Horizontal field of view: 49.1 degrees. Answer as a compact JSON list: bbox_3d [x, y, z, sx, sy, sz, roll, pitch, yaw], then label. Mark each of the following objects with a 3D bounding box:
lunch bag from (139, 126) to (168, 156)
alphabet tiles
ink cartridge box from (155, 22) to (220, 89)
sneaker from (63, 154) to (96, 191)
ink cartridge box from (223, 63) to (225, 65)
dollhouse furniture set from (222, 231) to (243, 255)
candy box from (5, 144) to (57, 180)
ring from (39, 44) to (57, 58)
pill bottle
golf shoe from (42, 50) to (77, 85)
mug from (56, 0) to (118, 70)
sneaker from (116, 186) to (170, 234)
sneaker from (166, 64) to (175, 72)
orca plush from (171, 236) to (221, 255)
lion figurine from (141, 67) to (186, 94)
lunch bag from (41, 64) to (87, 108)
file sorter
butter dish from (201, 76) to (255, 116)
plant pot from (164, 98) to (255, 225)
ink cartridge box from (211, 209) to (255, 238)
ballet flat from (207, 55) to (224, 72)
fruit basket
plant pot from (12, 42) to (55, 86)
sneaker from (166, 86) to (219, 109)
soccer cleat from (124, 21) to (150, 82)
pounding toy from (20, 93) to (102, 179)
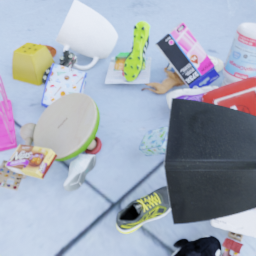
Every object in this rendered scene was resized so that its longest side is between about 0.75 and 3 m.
[{"bbox_3d":[0.839,0.371,7.941,1.019,0.420,0.819,-17,40,48],"label":"lunch bag"},{"bbox_3d":[-3.064,1.164,7.076,0.782,0.035,0.936,19,27,-15],"label":"alphabet tiles"},{"bbox_3d":[2.206,-2.413,10.096,1.186,2.504,0.464,-39,16,10],"label":"ink cartridge box"},{"bbox_3d":[-1.401,1.204,7.667,0.549,0.482,1.370,11,35,21],"label":"sneaker"},{"bbox_3d":[5.547,-2.421,11.693,2.386,0.526,2.431,-9,43,-10],"label":"ink cartridge box"},{"bbox_3d":[2.349,2.510,6.094,0.371,0.491,0.913,15,31,34],"label":"dollhouse furniture set"},{"bbox_3d":[-2.374,0.802,6.848,1.167,0.330,0.681,6,55,32],"label":"candy box"},{"bbox_3d":[-4.323,-3.553,13.223,1.857,0.178,1.857,0,41,0],"label":"ring"},{"bbox_3d":[4.193,-2.386,10.034,1.296,2.383,1.296,5,38,-4],"label":"pill bottle"},{"bbox_3d":[-2.712,-2.306,11.334,1.727,0.761,0.667,-45,73,0],"label":"golf shoe"},{"bbox_3d":[-1.814,-3.737,12.034,2.244,2.559,1.889,25,-7,-20],"label":"mug"},{"bbox_3d":[0.431,1.866,6.463,1.638,0.693,0.610,-33,60,-11],"label":"sneaker"},{"bbox_3d":[2.209,-2.793,12.197,0.552,0.542,1.432,40,52,9],"label":"sneaker"},{"bbox_3d":[1.116,2.648,5.762,1.924,0.684,1.012,-10,39,-7],"label":"orca plush"},{"bbox_3d":[1.504,-1.714,10.808,1.840,0.667,1.127,-38,56,-7],"label":"lion figurine"},{"bbox_3d":[-2.253,-1.285,9.888,1.295,0.943,1.523,13,68,-5],"label":"lunch bag"},{"bbox_3d":[-4.666,-0.527,8.735,1.741,1.571,2.505,-14,43,-16],"label":"file sorter"},{"bbox_3d":[3.410,-0.445,8.681,1.902,1.907,1.410,-18,1,15],"label":"butter dish"},{"bbox_3d":[1.561,0.609,5.069,1.544,1.740,1.736,0,42,15],"label":"plant pot"},{"bbox_3d":[2.534,1.762,6.382,1.009,0.588,1.395,7,16,25],"label":"ink cartridge box"},{"bbox_3d":[3.082,-2.572,11.613,2.575,0.803,0.869,-23,55,-23],"label":"ballet flat"},{"bbox_3d":[0.049,-2.320,11.388,1.742,0.882,1.881,0,51,7],"label":"fruit basket"},{"bbox_3d":[-3.898,-2.693,11.458,1.381,1.218,1.381,16,44,16],"label":"plant pot"},{"bbox_3d":[2.406,-0.886,9.784,2.366,0.987,0.954,-9,0,-19],"label":"sneaker"},{"bbox_3d":[0.400,-2.794,10.406,0.748,2.217,0.899,23,24,19],"label":"soccer cleat"},{"bbox_3d":[-1.802,0.312,8.325,2.733,1.268,2.109,-27,52,12],"label":"pounding toy"}]
